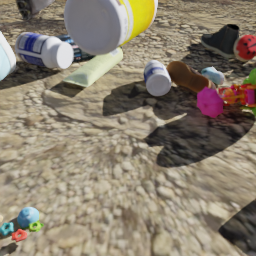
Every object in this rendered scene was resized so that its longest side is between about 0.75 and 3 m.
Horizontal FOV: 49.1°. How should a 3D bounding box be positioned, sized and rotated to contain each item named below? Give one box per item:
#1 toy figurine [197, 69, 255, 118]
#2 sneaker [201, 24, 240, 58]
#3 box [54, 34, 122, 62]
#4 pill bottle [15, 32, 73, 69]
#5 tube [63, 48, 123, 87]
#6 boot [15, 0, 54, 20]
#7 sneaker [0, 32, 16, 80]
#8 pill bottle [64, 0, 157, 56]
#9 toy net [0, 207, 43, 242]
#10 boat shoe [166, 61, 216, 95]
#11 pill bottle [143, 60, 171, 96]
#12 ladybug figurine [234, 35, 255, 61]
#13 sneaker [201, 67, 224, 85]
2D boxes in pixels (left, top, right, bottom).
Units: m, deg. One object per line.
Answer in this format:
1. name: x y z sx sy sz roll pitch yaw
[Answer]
1. toy figurine: 2.912 -0.922 8.349 1.758 1.434 1.911 -8 14 5
2. sneaker: 4.191 -4.164 12.603 0.887 1.260 2.372 -14 38 -18
3. box: -1.874 -3.765 12.617 2.566 0.590 2.040 -18 40 -23
4. pill bottle: -3.311 -3.038 11.111 2.071 1.198 1.198 18 40 22
5. tube: -1.188 -2.291 10.595 0.808 0.723 2.786 -27 16 44
6. boot: -3.161 -4.110 7.634 0.918 2.308 2.651 15 45 33
7. sneaker: -3.519 -2.147 5.944 1.008 2.728 1.118 -18 33 23
8. pill bottle: -0.184 -2.227 5.352 1.137 1.137 2.081 16 38 21
9. toy net: -2.265 1.915 5.066 1.373 0.265 0.720 -20 43 -23
10. boat shoe: 2.147 -1.612 9.629 0.760 0.761 2.163 22 20 -43
11. pill bottle: 0.963 -1.785 9.696 0.816 0.816 1.469 -2 35 -2
12. ladybug figurine: 4.985 -3.350 11.631 1.562 1.060 0.562 -33 14 -30
13. sneaker: 3.021 -1.834 10.128 0.511 0.461 1.247 -9 27 -4
